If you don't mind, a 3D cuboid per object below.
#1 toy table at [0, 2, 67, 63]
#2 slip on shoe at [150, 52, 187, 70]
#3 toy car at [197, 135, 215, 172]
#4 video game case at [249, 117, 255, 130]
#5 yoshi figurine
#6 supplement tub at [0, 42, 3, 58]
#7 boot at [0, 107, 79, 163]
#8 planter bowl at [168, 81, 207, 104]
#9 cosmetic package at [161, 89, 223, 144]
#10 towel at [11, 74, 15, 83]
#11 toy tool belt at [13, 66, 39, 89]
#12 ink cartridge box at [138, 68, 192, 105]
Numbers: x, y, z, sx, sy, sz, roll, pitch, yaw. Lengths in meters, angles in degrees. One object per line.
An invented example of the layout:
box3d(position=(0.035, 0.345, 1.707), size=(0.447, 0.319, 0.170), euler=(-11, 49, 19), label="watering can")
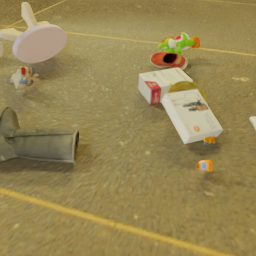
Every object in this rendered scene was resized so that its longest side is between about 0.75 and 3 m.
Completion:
box3d(position=(-4.125, -3.981, 12.158), size=(1.498, 2.351, 2.557), euler=(41, 36, 19), label="toy table")
box3d(position=(1.575, -2.846, 11.526), size=(0.597, 0.723, 1.952), euler=(25, 3, -40), label="slip on shoe")
box3d(position=(1.919, 0.653, 7.057), size=(0.342, 1.026, 0.503), euler=(-3, 11, -5), label="toy car")
box3d(position=(4.483, -0.021, 8.720), size=(1.078, 0.128, 0.981), euler=(0, 38, 0), label="video game case")
box3d(position=(2.220, -3.473, 12.327), size=(1.762, 0.990, 0.987), euler=(-11, 59, -5), label="yoshi figurine")
box3d(position=(-6.432, -3.586, 12.500), size=(1.362, 0.984, 0.984), euler=(15, 41, 17), label="supplement tub")
box3d(position=(-2.574, 0.148, 7.941), size=(2.328, 0.845, 2.117), euler=(-8, 53, 1), label="boot")
box3d(position=(1.846, -0.826, 9.209), size=(1.336, 0.556, 1.336), euler=(3, 72, -10), label="planter bowl")
box3d(position=(1.896, -0.384, 8.425), size=(1.217, 0.417, 1.615), euler=(-13, 60, -22), label="cosmetic package")
box3d(position=(-4.226, -2.005, 11.202), size=(0.856, 0.148, 0.567), euler=(-5, 40, -7), label="towel")
box3d(position=(-3.591, -1.866, 10.084), size=(0.756, 1.230, 0.768), euler=(-10, 81, -40), label="toy tool belt")
box3d(position=(1.335, -1.543, 10.181), size=(1.619, 0.671, 1.180), euler=(-12, 39, -15), label="ink cartridge box")
